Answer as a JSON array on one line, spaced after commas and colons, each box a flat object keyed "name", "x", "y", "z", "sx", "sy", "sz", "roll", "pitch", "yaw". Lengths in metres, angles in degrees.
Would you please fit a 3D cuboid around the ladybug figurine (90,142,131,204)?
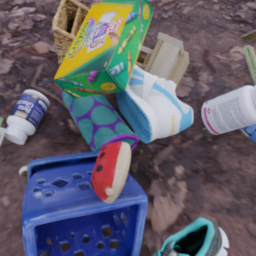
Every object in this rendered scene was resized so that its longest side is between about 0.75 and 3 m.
[{"name": "ladybug figurine", "x": -0.279, "y": 0.626, "z": 4.257, "sx": 0.451, "sy": 0.851, "sz": 1.253, "roll": 22, "pitch": 16, "yaw": -6}]

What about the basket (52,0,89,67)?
[{"name": "basket", "x": -1.597, "y": -3.457, "z": 10.274, "sx": 1.770, "sy": 1.848, "sz": 2.481, "roll": 1, "pitch": 47, "yaw": 1}]

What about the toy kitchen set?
[{"name": "toy kitchen set", "x": -0.059, "y": -1.331, "z": 7.829, "sx": 2.678, "sy": 2.969, "sz": 2.422, "roll": 27, "pitch": 96, "yaw": 12}]

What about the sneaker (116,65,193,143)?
[{"name": "sneaker", "x": 0.353, "y": -0.648, "z": 5.534, "sx": 0.976, "sy": 0.925, "sz": 2.417, "roll": -13, "pitch": 43, "yaw": -15}]

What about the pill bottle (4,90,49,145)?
[{"name": "pill bottle", "x": -2.921, "y": -0.293, "z": 7.998, "sx": 0.810, "sy": 0.810, "sz": 1.458, "roll": 13, "pitch": 61, "yaw": 11}]

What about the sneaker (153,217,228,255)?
[{"name": "sneaker", "x": 0.694, "y": 2.375, "z": 4.892, "sx": 2.406, "sy": 1.098, "sz": 0.934, "roll": -37, "pitch": 49, "yaw": -13}]

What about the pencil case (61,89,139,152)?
[{"name": "pencil case", "x": -0.790, "y": -0.260, "z": 7.255, "sx": 1.087, "sy": 1.180, "sz": 2.554, "roll": -48, "pitch": 53, "yaw": 16}]

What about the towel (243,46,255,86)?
[{"name": "towel", "x": 3.346, "y": -1.294, "z": 7.226, "sx": 0.288, "sy": 1.170, "sz": 1.577, "roll": -21, "pitch": 49, "yaw": 27}]

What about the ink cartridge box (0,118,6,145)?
[{"name": "ink cartridge box", "x": -3.501, "y": 0.164, "z": 7.218, "sx": 0.285, "sy": 0.498, "sz": 0.960, "roll": 14, "pitch": 82, "yaw": 30}]

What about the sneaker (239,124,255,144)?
[{"name": "sneaker", "x": 3.233, "y": -0.174, "z": 7.556, "sx": 0.688, "sy": 0.766, "sz": 1.861, "roll": -50, "pitch": 44, "yaw": 5}]

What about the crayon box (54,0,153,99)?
[{"name": "crayon box", "x": -0.425, "y": -1.667, "z": 5.538, "sx": 1.301, "sy": 0.638, "sz": 2.190, "roll": -3, "pitch": 56, "yaw": 35}]

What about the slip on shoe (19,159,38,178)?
[{"name": "slip on shoe", "x": -2.203, "y": 0.934, "z": 6.819, "sx": 0.348, "sy": 0.437, "sz": 1.149, "roll": 57, "pitch": 24, "yaw": 17}]

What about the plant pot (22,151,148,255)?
[{"name": "plant pot", "x": -0.940, "y": 1.579, "z": 5.352, "sx": 2.003, "sy": 2.003, "sz": 1.801, "roll": -6, "pitch": 33, "yaw": -20}]

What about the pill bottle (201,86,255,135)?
[{"name": "pill bottle", "x": 2.383, "y": -0.405, "z": 5.998, "sx": 0.812, "sy": 1.433, "sz": 0.812, "roll": 16, "pitch": 65, "yaw": -37}]
